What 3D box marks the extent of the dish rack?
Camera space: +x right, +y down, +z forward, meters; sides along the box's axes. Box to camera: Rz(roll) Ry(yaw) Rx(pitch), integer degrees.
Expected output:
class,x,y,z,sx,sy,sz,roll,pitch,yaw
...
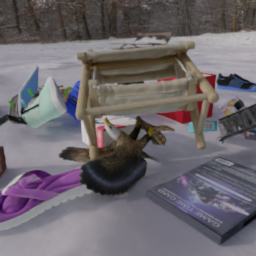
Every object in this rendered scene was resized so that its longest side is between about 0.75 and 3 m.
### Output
class,x,y,z,sx,sy,sz,roll,pitch,yaw
dish rack,3.667,-0.255,8.589,1.970,0.701,2.568,-27,-5,28

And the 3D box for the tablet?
class,x,y,z,sx,sy,sz,roll,pitch,yaw
tablet,-3.982,-1.516,11.224,0.133,1.268,1.949,15,43,-4

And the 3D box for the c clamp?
class,x,y,z,sx,sy,sz,roll,pitch,yaw
c clamp,-3.919,-1.092,11.850,2.241,0.355,2.623,-7,40,-6

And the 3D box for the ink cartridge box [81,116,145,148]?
class,x,y,z,sx,sy,sz,roll,pitch,yaw
ink cartridge box,-0.514,0.143,8.547,1.332,0.776,1.840,-10,14,-26

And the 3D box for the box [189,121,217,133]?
class,x,y,z,sx,sy,sz,roll,pitch,yaw
box,2.238,-0.028,8.471,0.523,0.313,1.272,1,-3,0

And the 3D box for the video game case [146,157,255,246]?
class,x,y,z,sx,sy,sz,roll,pitch,yaw
video game case,2.015,1.395,6.184,2.673,0.254,1.909,-16,25,-35

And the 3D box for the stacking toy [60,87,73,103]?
class,x,y,z,sx,sy,sz,roll,pitch,yaw
stacking toy,-2.684,-1.209,12.217,1.183,1.071,0.500,-11,20,-29

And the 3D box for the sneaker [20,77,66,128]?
class,x,y,z,sx,sy,sz,roll,pitch,yaw
sneaker,-3.291,-0.994,10.580,1.626,1.014,2.757,-29,30,-1

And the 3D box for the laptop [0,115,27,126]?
class,x,y,z,sx,sy,sz,roll,pitch,yaw
laptop,-3.931,-0.127,9.263,0.904,0.467,0.801,18,6,-33

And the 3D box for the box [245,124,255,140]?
class,x,y,z,sx,sy,sz,roll,pitch,yaw
box,4.811,0.199,9.456,1.519,0.286,1.038,10,22,26

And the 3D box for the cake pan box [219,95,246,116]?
class,x,y,z,sx,sy,sz,roll,pitch,yaw
cake pan box,3.798,-0.718,10.099,0.766,0.705,0.200,-39,15,27

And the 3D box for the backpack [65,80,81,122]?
class,x,y,z,sx,sy,sz,roll,pitch,yaw
backpack,-1.678,-1.052,10.671,1.200,1.476,1.239,36,21,9

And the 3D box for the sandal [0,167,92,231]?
class,x,y,z,sx,sy,sz,roll,pitch,yaw
sandal,-1.929,1.226,5.924,2.933,0.721,1.193,-16,25,-37

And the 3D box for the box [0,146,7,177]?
class,x,y,z,sx,sy,sz,roll,pitch,yaw
box,-3.378,0.992,6.674,0.498,0.666,1.330,-1,19,-2

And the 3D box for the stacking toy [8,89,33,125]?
class,x,y,z,sx,sy,sz,roll,pitch,yaw
stacking toy,-3.788,-0.762,10.455,0.890,1.181,0.277,-31,34,-12

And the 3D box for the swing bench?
class,x,y,z,sx,sy,sz,roll,pitch,yaw
swing bench,0.294,-0.965,6.969,2.874,1.875,2.889,-7,52,-1

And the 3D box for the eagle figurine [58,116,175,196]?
class,x,y,z,sx,sy,sz,roll,pitch,yaw
eagle figurine,-0.296,0.611,7.030,2.420,1.836,1.826,-40,79,-17

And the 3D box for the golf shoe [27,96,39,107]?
class,x,y,z,sx,sy,sz,roll,pitch,yaw
golf shoe,-4.216,-1.180,12.628,2.177,0.820,0.996,2,23,8

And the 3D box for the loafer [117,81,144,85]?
class,x,y,z,sx,sy,sz,roll,pitch,yaw
loafer,0.207,-2.105,11.842,0.749,0.732,2.051,11,15,18

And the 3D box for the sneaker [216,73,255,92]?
class,x,y,z,sx,sy,sz,roll,pitch,yaw
sneaker,6.541,-2.736,16.678,2.478,0.965,0.869,7,20,21

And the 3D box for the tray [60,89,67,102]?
class,x,y,z,sx,sy,sz,roll,pitch,yaw
tray,-2.697,-1.525,14.036,1.311,0.492,2.658,-8,22,-23

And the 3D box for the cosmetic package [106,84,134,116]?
class,x,y,z,sx,sy,sz,roll,pitch,yaw
cosmetic package,-0.366,-1.395,12.756,1.499,1.092,2.949,-5,21,-3

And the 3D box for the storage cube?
class,x,y,z,sx,sy,sz,roll,pitch,yaw
storage cube,2.356,-1.336,11.536,1.998,1.796,1.708,-12,23,-32
